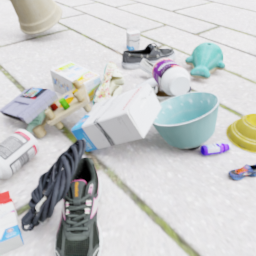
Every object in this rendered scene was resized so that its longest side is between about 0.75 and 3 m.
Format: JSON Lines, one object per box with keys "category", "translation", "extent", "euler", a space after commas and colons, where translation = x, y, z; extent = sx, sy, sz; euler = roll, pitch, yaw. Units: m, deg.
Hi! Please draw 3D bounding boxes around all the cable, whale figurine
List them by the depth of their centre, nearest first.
{"category": "cable", "translation": [-1.800, 1.177, 7.094], "extent": [0.677, 2.175, 2.666], "euler": [32, 30, -10]}
{"category": "whale figurine", "translation": [3.597, -3.164, 13.076], "extent": [1.896, 1.237, 2.384], "euler": [16, 43, 19]}

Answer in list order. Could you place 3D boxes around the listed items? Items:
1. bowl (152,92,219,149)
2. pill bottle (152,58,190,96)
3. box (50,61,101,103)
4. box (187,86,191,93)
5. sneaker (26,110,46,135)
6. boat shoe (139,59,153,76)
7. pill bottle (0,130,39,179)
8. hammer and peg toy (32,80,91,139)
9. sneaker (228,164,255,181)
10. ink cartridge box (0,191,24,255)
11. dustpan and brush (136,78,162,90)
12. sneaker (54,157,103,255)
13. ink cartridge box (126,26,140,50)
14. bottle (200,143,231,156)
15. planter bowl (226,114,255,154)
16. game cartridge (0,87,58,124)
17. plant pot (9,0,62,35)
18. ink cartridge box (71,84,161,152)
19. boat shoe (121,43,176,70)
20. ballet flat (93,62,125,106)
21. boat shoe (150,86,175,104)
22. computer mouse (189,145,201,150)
{"category": "bowl", "translation": [1.891, -0.156, 9.044], "extent": [2.273, 1.189, 2.273], "euler": [-17, 24, 8]}
{"category": "pill bottle", "translation": [1.641, -1.911, 10.649], "extent": [1.091, 1.091, 1.940], "euler": [-7, 29, -9]}
{"category": "box", "translation": [-2.148, -1.862, 11.626], "extent": [1.972, 0.999, 1.109], "euler": [30, 49, 32]}
{"category": "box", "translation": [2.068, -1.631, 11.722], "extent": [0.609, 0.528, 0.996], "euler": [-21, 43, -24]}
{"category": "sneaker", "translation": [-3.343, -0.379, 9.962], "extent": [0.486, 0.779, 1.320], "euler": [3, 39, 3]}
{"category": "boat shoe", "translation": [1.244, -2.609, 12.647], "extent": [1.548, 0.508, 0.557], "euler": [33, 34, 8]}
{"category": "pill bottle", "translation": [-3.520, 0.883, 8.171], "extent": [0.948, 0.948, 1.713], "euler": [19, 43, 22]}
{"category": "hammer and peg toy", "translation": [-2.405, -0.701, 9.749], "extent": [2.245, 0.792, 1.652], "euler": [-30, 33, 4]}
{"category": "sneaker", "translation": [3.414, 1.249, 8.235], "extent": [1.016, 0.398, 0.383], "euler": [-10, 39, -12]}
{"category": "ink cartridge box", "translation": [-3.149, 2.309, 6.836], "extent": [0.841, 0.487, 1.447], "euler": [-17, 42, -20]}
{"category": "dustpan and brush", "translation": [1.247, -1.663, 11.776], "extent": [1.120, 0.459, 1.605], "euler": [-31, 30, -33]}
{"category": "sneaker", "translation": [-1.228, 1.897, 6.751], "extent": [1.162, 1.249, 2.893], "euler": [-5, 39, -4]}
{"category": "ink cartridge box", "translation": [0.272, -4.893, 15.280], "extent": [0.680, 1.172, 0.398], "euler": [-18, 42, -21]}
{"category": "bottle", "translation": [2.826, 0.673, 8.991], "extent": [0.951, 0.310, 0.397], "euler": [-7, 16, -8]}
{"category": "planter bowl", "translation": [4.302, 0.017, 9.515], "extent": [1.761, 0.733, 1.761], "euler": [0, 38, 0]}
{"category": "game cartridge", "translation": [-3.509, -0.857, 9.772], "extent": [2.219, 0.426, 1.438], "euler": [12, 55, 46]}
{"category": "plant pot", "translation": [-5.454, -7.146, 15.673], "extent": [2.748, 2.516, 2.748], "euler": [-7, 56, 10]}
{"category": "ink cartridge box", "translation": [-0.363, -0.294, 8.832], "extent": [2.349, 1.008, 1.720], "euler": [-14, 27, 37]}
{"category": "boat shoe", "translation": [1.047, -3.699, 13.929], "extent": [2.991, 0.991, 1.046], "euler": [-13, 40, -15]}
{"category": "ballet flat", "translation": [-0.621, -1.675, 11.283], "extent": [0.905, 1.070, 2.830], "euler": [-3, 49, 19]}
{"category": "boat shoe", "translation": [1.005, -1.267, 10.988], "extent": [2.500, 0.873, 0.886], "euler": [11, 40, 13]}
{"category": "computer mouse", "translation": [2.400, 0.199, 9.680], "extent": [0.582, 0.338, 1.985], "euler": [-6, 27, 32]}
